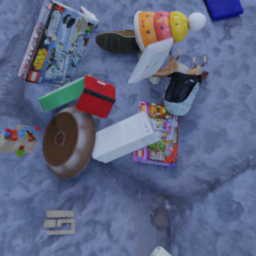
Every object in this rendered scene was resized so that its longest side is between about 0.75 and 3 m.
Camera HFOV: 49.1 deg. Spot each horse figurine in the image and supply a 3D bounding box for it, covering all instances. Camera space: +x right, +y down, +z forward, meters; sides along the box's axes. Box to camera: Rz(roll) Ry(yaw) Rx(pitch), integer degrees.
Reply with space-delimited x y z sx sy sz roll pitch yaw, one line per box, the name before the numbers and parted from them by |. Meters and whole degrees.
horse figurine | 2.103 -2.277 10.606 2.214 0.553 1.467 22 72 -7

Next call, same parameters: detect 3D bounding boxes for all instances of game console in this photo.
game console | -0.934 -0.894 8.128 1.018 0.604 0.877 19 50 -29

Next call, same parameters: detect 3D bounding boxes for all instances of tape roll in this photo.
tape roll | -1.947 -1.143 9.024 1.880 1.880 0.452 -27 105 -11

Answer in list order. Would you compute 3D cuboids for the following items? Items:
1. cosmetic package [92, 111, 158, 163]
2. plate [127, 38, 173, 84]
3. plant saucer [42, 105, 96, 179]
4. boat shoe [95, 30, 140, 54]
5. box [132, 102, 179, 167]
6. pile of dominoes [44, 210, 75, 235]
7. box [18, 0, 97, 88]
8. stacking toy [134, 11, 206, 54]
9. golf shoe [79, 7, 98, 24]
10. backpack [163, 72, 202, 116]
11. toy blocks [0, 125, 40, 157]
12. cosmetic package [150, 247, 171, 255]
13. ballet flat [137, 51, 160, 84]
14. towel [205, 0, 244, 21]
cosmetic package | -0.158 0.350 8.921 2.017 1.138 0.818 -22 71 7
plate | 0.719 -1.948 8.347 0.228 1.407 1.410 46 44 13
plant saucer | -2.069 0.389 9.051 2.453 0.449 2.453 -12 71 37
boat shoe | -0.125 -3.524 11.316 2.326 0.837 0.791 6 40 1
box | 1.003 0.205 9.856 1.496 0.428 2.187 7 67 -1
pile of dominoes | -2.165 3.011 8.935 0.950 0.151 0.741 1 66 -8
box | -2.405 -2.739 9.592 0.543 1.864 2.723 41 112 31
stacking toy | 1.482 -3.445 9.603 2.309 1.687 1.687 -10 65 23
golf shoe | -1.706 -4.786 12.061 0.528 0.435 1.154 -22 67 -30
backpack | 1.839 -1.186 9.773 1.241 0.941 1.487 10 56 30
toy blocks | -3.062 0.305 7.924 1.274 0.871 0.637 7 39 -45
cosmetic package | 1.577 4.516 7.604 2.611 1.373 0.928 39 73 13
ballet flat | 0.850 -2.520 10.982 0.589 0.545 1.747 -20 68 -7
towel | 4.118 -5.574 12.352 1.402 0.470 1.899 -13 68 2
